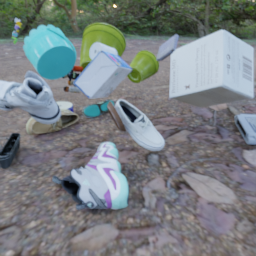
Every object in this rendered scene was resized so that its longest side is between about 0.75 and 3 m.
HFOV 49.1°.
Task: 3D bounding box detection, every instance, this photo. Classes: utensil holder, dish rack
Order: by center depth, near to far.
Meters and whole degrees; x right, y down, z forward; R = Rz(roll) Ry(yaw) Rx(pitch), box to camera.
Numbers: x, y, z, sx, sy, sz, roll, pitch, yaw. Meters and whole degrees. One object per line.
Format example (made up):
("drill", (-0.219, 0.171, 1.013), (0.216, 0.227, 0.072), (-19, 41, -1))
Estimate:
("dish rack", (-5.310, 0.912, 10.210), (2.452, 0.669, 1.880), (-3, 24, -6))
("utensil holder", (-0.934, -2.745, 10.480), (0.712, 0.712, 0.838), (21, 9, 39))

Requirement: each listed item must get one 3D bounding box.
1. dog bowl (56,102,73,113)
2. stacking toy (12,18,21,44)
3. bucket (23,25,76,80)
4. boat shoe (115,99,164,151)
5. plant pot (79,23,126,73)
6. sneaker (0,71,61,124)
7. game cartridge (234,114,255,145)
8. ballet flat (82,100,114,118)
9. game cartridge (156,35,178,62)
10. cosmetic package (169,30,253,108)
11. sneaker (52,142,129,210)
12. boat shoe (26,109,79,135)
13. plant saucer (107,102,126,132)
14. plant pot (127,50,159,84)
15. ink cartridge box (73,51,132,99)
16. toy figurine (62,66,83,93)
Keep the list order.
("dog bowl", (-3.491, -0.900, 14.379), (1.325, 0.522, 1.325), (0, 24, 0))
("stacking toy", (-4.259, -3.675, 10.607), (0.201, 0.857, 0.646), (12, 26, -32))
("bucket", (-2.901, -2.779, 10.554), (1.815, 1.815, 1.181), (-17, 58, -33))
("boat shoe", (0.328, -0.113, 7.984), (0.665, 0.607, 1.849), (-35, 72, -28))
("plant pot", (-1.409, -3.516, 13.778), (2.269, 2.269, 2.185), (5, 58, 11))
("sneaker", (-3.314, -1.120, 8.463), (2.635, 1.514, 0.990), (22, 61, 4))
("game cartridge", (5.834, 0.073, 12.303), (1.733, 0.541, 2.603), (7, 25, 5))
("ballet flat", (-1.617, -0.930, 14.471), (2.011, 0.747, 0.747), (-19, 30, -39))
("game cartridge", (1.192, -2.403, 8.522), (0.166, 0.562, 0.867), (19, -18, -24))
("cosmetic package", (3.252, -2.139, 11.056), (2.093, 2.106, 2.516), (10, -12, -37))
("sneaker", (-1.257, 1.373, 8.576), (2.055, 1.142, 2.937), (-5, 24, -12))
("boat shoe", (-3.339, -0.295, 12.561), (0.831, 0.917, 2.574), (16, 27, 32))
("plant saucer", (-0.356, -0.290, 7.994), (0.168, 0.978, 0.978), (-28, 29, -5))
("plant pot", (0.556, -2.586, 12.372), (1.236, 1.236, 1.191), (15, 46, 29))
("ink cartridge box", (-0.738, -1.748, 9.482), (0.796, 1.423, 2.086), (47, 16, 6))
("toy figurine", (-2.490, -2.161, 12.454), (0.794, 1.124, 1.142), (5, 38, 0))
